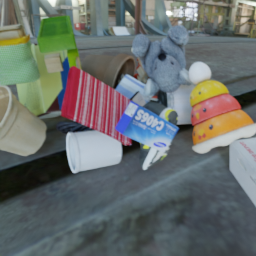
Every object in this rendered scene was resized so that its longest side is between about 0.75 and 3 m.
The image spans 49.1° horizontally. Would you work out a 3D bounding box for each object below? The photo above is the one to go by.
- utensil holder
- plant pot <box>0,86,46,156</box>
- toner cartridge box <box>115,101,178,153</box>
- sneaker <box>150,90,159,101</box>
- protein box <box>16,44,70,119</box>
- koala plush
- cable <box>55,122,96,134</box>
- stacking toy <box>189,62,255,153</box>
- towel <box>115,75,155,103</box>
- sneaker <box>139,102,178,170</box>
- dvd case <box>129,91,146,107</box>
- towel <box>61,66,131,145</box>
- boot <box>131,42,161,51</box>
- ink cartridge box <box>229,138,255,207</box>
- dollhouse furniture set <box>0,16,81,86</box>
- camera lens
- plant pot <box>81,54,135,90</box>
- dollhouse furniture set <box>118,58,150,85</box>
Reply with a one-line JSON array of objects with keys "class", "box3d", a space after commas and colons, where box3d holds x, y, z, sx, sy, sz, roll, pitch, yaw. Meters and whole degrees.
[{"class": "utensil holder", "box3d": [-0.947, 0.583, 7.647, 1.271, 1.081, 1.081, -8, 24, -24]}, {"class": "plant pot", "box3d": [-3.224, -0.015, 7.713, 1.756, 1.756, 1.607, 20, -14, 38]}, {"class": "toner cartridge box", "box3d": [0.425, 0.011, 5.791, 1.375, 0.653, 0.297, 24, 9, -43]}, {"class": "sneaker", "box3d": [0.986, -1.888, 13.526, 2.411, 0.987, 0.929, 8, 21, 26]}, {"class": "protein box", "box3d": [-2.832, -1.521, 9.902, 1.502, 2.210, 2.226, -10, 0, -38]}, {"class": "koala plush", "box3d": [1.348, -2.041, 9.847, 2.041, 2.115, 2.301, -13, 42, 8]}, {"class": "cable", "box3d": [-1.347, 0.085, 8.807, 2.186, 0.555, 1.784, 2, -1, 19]}, {"class": "stacking toy", "box3d": [2.215, -0.652, 7.613, 1.753, 2.399, 1.753, -20, -10, -4]}, {"class": "towel", "box3d": [0.002, -0.979, 10.333, 1.338, 1.821, 0.217, 32, -11, 8]}, {"class": "sneaker", "box3d": [0.624, 0.198, 7.216, 0.782, 2.101, 0.889, -24, 53, -39]}, {"class": "dvd case", "box3d": [0.561, -0.234, 8.564, 0.149, 1.699, 1.212, -25, 13, 23]}, {"class": "towel", "box3d": [-0.618, -0.462, 6.277, 1.843, 1.333, 0.207, 27, -39, -37]}, {"class": "boot", "box3d": [0.950, -3.054, 11.010, 1.690, 0.634, 0.906, 10, 19, 37]}, {"class": "ink cartridge box", "box3d": [3.873, 0.914, 6.796, 2.297, 0.962, 1.667, -8, 24, 0]}, {"class": "dollhouse furniture set", "box3d": [-2.287, -1.510, 6.422, 2.316, 1.517, 1.162, -10, 43, -6]}, {"class": "camera lens", "box3d": [2.133, -0.910, 10.616, 1.937, 1.550, 1.550, -3, 23, -7]}, {"class": "plant pot", "box3d": [-1.030, -2.406, 12.700, 2.034, 2.333, 2.333, 23, 30, 18]}, {"class": "dollhouse furniture set", "box3d": [0.484, -2.283, 12.151, 1.617, 0.833, 1.600, -12, -16, -23]}]
